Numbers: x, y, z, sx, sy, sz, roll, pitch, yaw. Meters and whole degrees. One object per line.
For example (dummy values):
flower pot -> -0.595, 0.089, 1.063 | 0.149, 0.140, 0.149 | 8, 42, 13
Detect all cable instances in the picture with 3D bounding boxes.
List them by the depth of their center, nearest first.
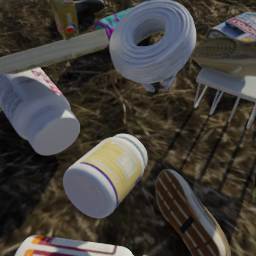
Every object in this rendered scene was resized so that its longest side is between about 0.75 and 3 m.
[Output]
cable -> 0.546, -2.150, 6.925 | 2.192, 0.759, 2.192 | 32, 82, 32

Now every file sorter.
file sorter -> 3.405, -1.103, 8.411 | 2.461, 1.533, 1.708 | 24, 58, 18

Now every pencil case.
pencil case -> 0.015, -4.069, 10.911 | 2.581, 1.098, 1.193 | -32, 24, -21

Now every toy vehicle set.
toy vehicle set -> -1.784, -1.835, 6.926 | 2.517, 0.334, 1.564 | -17, 13, -5

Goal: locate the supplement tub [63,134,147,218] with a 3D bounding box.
supplement tub -> -0.332, 0.760, 4.824 | 0.977, 0.977, 1.343 | 27, 38, 19

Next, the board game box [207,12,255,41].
board game box -> 4.496, -3.279, 10.485 | 2.796, 0.863, 2.797 | -29, 58, -21

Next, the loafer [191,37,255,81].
loafer -> 2.930, -1.790, 7.524 | 2.704, 0.923, 1.023 | 20, 61, 44

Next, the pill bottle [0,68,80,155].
pill bottle -> -2.676, -0.659, 8.021 | 1.612, 1.612, 2.844 | -31, 59, -21

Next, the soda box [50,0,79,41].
soda box -> -1.224, -2.155, 5.476 | 0.335, 0.989, 0.316 | -35, 80, -12

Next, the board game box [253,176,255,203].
board game box -> 3.162, 0.465, 5.062 | 0.575, 1.863, 1.862 | 20, 70, -6

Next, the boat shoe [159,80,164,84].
boat shoe -> 1.202, -1.891, 9.783 | 0.279, 0.314, 0.852 | -4, 54, 2

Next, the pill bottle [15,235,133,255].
pill bottle -> -0.731, 2.992, 5.332 | 2.741, 1.502, 1.502 | 6, 53, 4

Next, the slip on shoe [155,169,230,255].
slip on shoe -> 1.496, 2.032, 6.586 | 0.745, 0.935, 2.459 | 15, 29, -42

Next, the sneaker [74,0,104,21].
sneaker -> -1.882, -4.933, 11.957 | 1.771, 0.662, 0.941 | -6, 59, 5
